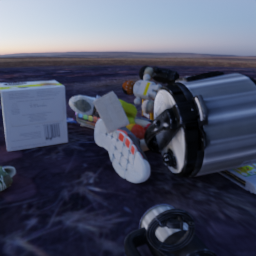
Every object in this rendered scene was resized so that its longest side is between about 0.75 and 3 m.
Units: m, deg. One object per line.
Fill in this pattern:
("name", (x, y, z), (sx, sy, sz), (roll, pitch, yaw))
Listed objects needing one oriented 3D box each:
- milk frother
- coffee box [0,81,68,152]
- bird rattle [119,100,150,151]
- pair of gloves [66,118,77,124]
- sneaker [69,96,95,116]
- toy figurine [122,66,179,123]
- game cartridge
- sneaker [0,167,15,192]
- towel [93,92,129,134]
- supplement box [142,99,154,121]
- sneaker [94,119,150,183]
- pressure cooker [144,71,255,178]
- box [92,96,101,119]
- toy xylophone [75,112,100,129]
("milk frother", (0.644, 1.649, 4.479), (1.249, 1.384, 1.301), (6, 14, -22))
("coffee box", (-3.614, -0.596, 10.685), (2.147, 2.150, 2.126), (-7, 18, -23))
("bird rattle", (0.429, 0.207, 10.349), (2.658, 1.497, 2.167), (25, 42, 15))
("pair of gloves", (-2.919, -0.400, 13.204), (0.896, 0.127, 1.114), (9, 10, -26))
("sneaker", (-1.803, -1.173, 14.986), (2.623, 1.022, 1.303), (9, 10, -1))
("toy figurine", (0.890, -1.186, 11.709), (1.771, 2.546, 2.507), (15, 38, 30))
("game cartridge", (3.357, 1.247, 7.920), (1.230, 0.373, 1.845), (-5, 18, -22))
("sneaker", (-3.310, 1.348, 7.007), (0.741, 0.554, 1.651), (-7, 15, -7))
("towel", (-0.489, -0.439, 8.019), (0.708, 1.068, 0.184), (-25, 4, 6))
("supplement box", (1.500, -0.947, 14.117), (1.266, 0.852, 1.284), (-6, 18, -18))
("sneaker", (0.029, 0.530, 8.485), (1.196, 1.126, 2.921), (4, 27, -34))
("pressure cooker", (1.908, -0.044, 7.495), (2.988, 2.628, 2.669), (-10, 29, -10))
("box", (-0.771, -0.724, 12.116), (1.496, 1.180, 0.372), (17, 59, -3))
("toy xylophone", (-1.644, -0.285, 12.338), (1.456, 0.366, 1.066), (12, 15, -20))
